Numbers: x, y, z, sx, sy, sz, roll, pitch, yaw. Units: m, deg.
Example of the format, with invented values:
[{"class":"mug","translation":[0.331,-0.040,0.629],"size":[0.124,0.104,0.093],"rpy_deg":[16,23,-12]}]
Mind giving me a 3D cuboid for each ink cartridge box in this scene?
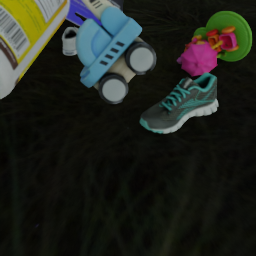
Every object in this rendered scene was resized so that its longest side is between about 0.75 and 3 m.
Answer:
[{"class":"ink cartridge box","translation":[-1.289,-4.511,9.228],"size":[2.602,0.570,2.627],"rpy_deg":[16,69,-40]}]

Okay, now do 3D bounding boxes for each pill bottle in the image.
[{"class":"pill bottle","translation":[-2.004,-1.945,4.668],"size":[1.566,1.566,2.868],"rpy_deg":[11,54,13]}]

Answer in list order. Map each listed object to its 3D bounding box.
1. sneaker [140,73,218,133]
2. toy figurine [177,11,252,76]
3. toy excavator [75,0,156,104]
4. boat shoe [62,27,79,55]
[{"class":"sneaker","translation":[1.509,-0.831,8.098],"size":[2.821,1.287,1.094],"rpy_deg":[-25,44,-27]},{"class":"toy figurine","translation":[2.832,-2.966,10.720],"size":[2.470,2.015,2.684],"rpy_deg":[-37,28,-25]},{"class":"toy excavator","translation":[-0.583,-2.436,6.350],"size":[2.909,2.828,1.453],"rpy_deg":[38,15,-21]},{"class":"boat shoe","translation":[-2.472,-4.135,12.657],"size":[0.910,0.809,2.474],"rpy_deg":[-4,38,-5]}]
